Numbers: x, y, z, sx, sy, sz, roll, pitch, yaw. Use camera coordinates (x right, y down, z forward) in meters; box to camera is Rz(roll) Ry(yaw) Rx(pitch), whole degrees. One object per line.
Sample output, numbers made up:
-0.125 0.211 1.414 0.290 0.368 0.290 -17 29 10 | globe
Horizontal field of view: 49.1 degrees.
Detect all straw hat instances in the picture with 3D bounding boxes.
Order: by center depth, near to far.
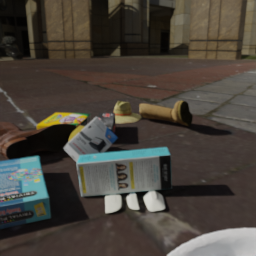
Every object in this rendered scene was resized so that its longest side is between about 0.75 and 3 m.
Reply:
-0.250 -0.805 12.523 1.792 0.759 1.792 1 18 0 | straw hat

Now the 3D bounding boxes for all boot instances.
-3.438 0.185 9.514 2.610 0.899 2.800 -13 18 -40 | boot
1.380 -0.657 11.254 2.102 0.695 1.841 14 -18 28 | boot

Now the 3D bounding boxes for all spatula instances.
0.103 1.451 6.690 1.297 0.150 1.865 -7 18 -2 | spatula

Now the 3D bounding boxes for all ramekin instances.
1.413 2.264 2.058 2.938 1.432 2.938 0 18 0 | ramekin

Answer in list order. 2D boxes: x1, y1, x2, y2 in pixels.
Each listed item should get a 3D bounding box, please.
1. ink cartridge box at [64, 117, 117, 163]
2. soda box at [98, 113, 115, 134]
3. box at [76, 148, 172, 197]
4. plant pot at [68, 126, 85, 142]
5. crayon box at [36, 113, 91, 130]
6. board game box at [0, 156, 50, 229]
-1.009 0.418 7.618 1.183 0.858 0.495 -46 3 -31 | ink cartridge box
-0.841 -0.022 10.358 0.685 0.613 1.936 0 18 0 | soda box
-0.075 1.009 6.479 2.096 0.863 0.515 -5 17 -1 | box
-1.441 0.460 8.788 0.740 0.736 0.757 12 32 32 | plant pot
-2.406 -0.124 10.802 1.522 0.514 1.764 3 18 9 | crayon box
-2.721 1.376 6.225 1.661 0.516 2.200 -7 19 -20 | board game box
